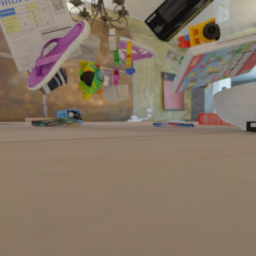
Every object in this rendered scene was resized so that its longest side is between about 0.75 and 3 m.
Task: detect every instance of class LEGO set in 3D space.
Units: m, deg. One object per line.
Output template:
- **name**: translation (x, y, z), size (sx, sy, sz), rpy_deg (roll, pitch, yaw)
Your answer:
- **LEGO set**: translation (-0.199, -2.430, 10.508), size (0.890, 0.957, 2.333), rpy_deg (0, -37, 4)

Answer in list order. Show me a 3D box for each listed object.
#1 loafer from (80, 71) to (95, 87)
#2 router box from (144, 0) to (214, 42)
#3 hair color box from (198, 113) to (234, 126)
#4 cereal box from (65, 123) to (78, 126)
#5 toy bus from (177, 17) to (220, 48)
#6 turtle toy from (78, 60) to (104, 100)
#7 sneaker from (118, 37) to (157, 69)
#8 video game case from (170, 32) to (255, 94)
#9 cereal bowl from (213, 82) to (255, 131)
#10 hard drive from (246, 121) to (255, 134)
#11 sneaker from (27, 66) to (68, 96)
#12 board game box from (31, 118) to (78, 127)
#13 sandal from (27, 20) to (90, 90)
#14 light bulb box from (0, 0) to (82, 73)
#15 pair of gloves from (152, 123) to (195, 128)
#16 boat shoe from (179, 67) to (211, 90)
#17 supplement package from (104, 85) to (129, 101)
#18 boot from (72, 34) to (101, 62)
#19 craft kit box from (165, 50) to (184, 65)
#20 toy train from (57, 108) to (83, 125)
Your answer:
- **loafer**: translation (-1.138, -1.399, 7.720), size (0.374, 0.383, 1.049), rpy_deg (15, -6, -9)
- **router box**: translation (1.780, -3.551, 7.783), size (2.638, 0.689, 2.074), rpy_deg (-40, 2, 20)
- **hair color box**: translation (5.164, -0.475, 15.357), size (1.268, 0.731, 2.287), rpy_deg (-1, 3, -41)
- **cereal box**: translation (-3.067, -0.199, 15.136), size (0.635, 0.174, 0.882), rpy_deg (-2, 2, -19)
- **toy bus**: translation (3.102, -3.562, 12.095), size (1.815, 1.891, 1.283), rpy_deg (-8, 5, 19)
- **turtle toy**: translation (-1.796, -2.479, 13.528), size (1.146, 1.653, 2.268), rpy_deg (-6, 41, -21)
- **sneaker**: translation (0.346, -3.232, 12.883), size (2.129, 1.214, 0.772), rpy_deg (10, 5, -35)
- **video game case**: translation (2.689, -1.846, 7.874), size (2.773, 0.242, 1.983), rpy_deg (-16, -19, -12)
- **cereal bowl**: translation (3.805, -0.539, 7.835), size (2.688, 1.120, 2.688), rpy_deg (-4, -5, 0)
- **hard drive**: translation (3.677, -0.012, 6.331), size (1.608, 0.304, 1.123), rpy_deg (-1, 2, -25)
- **sneaker**: translation (-3.236, -2.143, 11.257), size (1.224, 0.791, 2.257), rpy_deg (-33, 45, -16)
- **board game box**: translation (-3.587, -0.282, 13.802), size (1.266, 0.264, 1.872), rpy_deg (4, 9, 40)
- **sandal**: translation (-2.275, -2.294, 8.428), size (0.669, 2.722, 1.108), rpy_deg (36, 17, -43)
- **light bulb box**: translation (-3.006, -3.291, 9.442), size (2.221, 2.241, 1.398), rpy_deg (-20, 20, -14)
- **pair of gloves**: translation (1.954, -0.114, 12.211), size (1.740, 0.198, 1.399), rpy_deg (0, 0, -22)
- **boat shoe**: translation (3.332, -2.764, 14.579), size (0.695, 0.831, 2.324), rpy_deg (7, 30, -35)
- **supplement package**: translation (-0.587, -1.788, 14.356), size (0.753, 0.748, 0.993), rpy_deg (3, 12, 45)
- **boot**: translation (-2.360, -3.354, 11.374), size (2.368, 1.132, 0.871), rpy_deg (15, 40, -9)
- **craft kit box**: translation (2.062, -2.072, 9.271), size (1.365, 0.331, 1.348), rpy_deg (19, 15, -25)
- **toy train**: translation (-3.355, -0.602, 16.335), size (1.188, 0.901, 2.079), rpy_deg (-9, -4, 3)
